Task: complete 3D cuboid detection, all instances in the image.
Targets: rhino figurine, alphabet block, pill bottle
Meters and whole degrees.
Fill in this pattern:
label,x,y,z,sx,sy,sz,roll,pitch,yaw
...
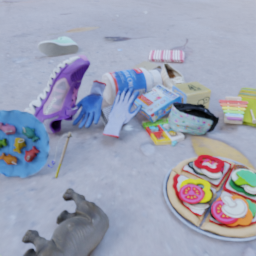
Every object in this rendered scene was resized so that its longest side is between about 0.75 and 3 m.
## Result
label,x,y,z,sx,sy,sz,roll,pitch,yaw
rhino figurine,-1.365,2.371,5.092,1.230,0.841,2.813,16,38,21
alphabet block,2.239,-1.016,10.140,1.027,1.004,1.009,-11,34,-18
pill bottle,0.168,-1.680,10.932,2.175,1.220,1.220,-14,36,-23

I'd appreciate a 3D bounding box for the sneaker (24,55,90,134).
label,x,y,z,sx,sy,sz,roll,pitch,yaw
sneaker,-1.984,-0.923,8.748,1.283,2.902,1.167,46,21,8

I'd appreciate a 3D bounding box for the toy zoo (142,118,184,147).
label,x,y,z,sx,sy,sz,roll,pitch,yaw
toy zoo,1.159,0.142,9.133,0.977,0.152,1.489,-10,34,-15

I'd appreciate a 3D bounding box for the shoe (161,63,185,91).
label,x,y,z,sx,sy,sz,roll,pitch,yaw
shoe,1.902,-2.050,11.988,0.841,0.642,2.407,-7,37,-9

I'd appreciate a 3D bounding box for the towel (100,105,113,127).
label,x,y,z,sx,sy,sz,roll,pitch,yaw
towel,-0.459,-0.405,9.389,0.910,0.753,0.389,-27,-2,-37

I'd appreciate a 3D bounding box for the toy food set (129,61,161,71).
label,x,y,z,sx,sy,sz,roll,pitch,yaw
toy food set,0.812,-2.753,13.462,0.962,0.405,1.341,29,51,36

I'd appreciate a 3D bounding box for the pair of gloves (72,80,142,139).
label,x,y,z,sx,sy,sz,roll,pitch,yaw
pair of gloves,-0.699,-0.641,8.960,2.288,0.261,1.839,15,72,25

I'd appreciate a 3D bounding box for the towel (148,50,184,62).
label,x,y,z,sx,sy,sz,roll,pitch,yaw
towel,2.084,-3.876,15.262,1.915,0.286,1.401,3,33,9

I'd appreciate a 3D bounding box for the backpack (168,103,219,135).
label,x,y,z,sx,sy,sz,roll,pitch,yaw
backpack,2.024,-0.306,9.056,1.413,0.894,1.179,8,19,-17

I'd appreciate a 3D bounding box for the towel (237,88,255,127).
label,x,y,z,sx,sy,sz,roll,pitch,yaw
towel,4.643,-0.829,10.602,1.229,0.258,2.857,12,36,27

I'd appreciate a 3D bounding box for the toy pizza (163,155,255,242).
label,x,y,z,sx,sy,sz,roll,pitch,yaw
toy pizza,2.234,1.476,6.811,2.746,0.435,2.746,0,33,0

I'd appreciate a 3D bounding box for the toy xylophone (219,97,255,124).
label,x,y,z,sx,sy,sz,roll,pitch,yaw
toy xylophone,3.791,-0.581,9.713,1.147,0.393,1.566,1,33,9

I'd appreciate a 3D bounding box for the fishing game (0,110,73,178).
label,x,y,z,sx,sy,sz,roll,pitch,yaw
fishing game,-2.874,0.463,6.963,2.631,1.884,0.409,22,15,-12

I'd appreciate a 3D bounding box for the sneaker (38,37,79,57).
label,x,y,z,sx,sy,sz,roll,pitch,yaw
sneaker,-4.097,-4.697,15.948,2.248,0.827,1.326,-8,38,-29

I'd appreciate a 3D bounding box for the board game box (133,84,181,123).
label,x,y,z,sx,sy,sz,roll,pitch,yaw
board game box,0.998,-0.904,9.935,1.266,0.361,1.293,-33,38,-9
